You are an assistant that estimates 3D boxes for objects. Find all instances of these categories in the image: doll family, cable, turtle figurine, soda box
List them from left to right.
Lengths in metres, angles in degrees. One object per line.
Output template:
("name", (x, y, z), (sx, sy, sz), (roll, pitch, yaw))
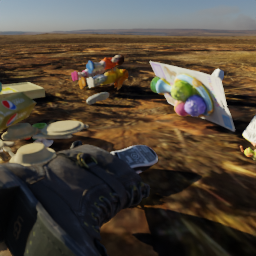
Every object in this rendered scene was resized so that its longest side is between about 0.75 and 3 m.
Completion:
("soda box", (-2.680, -0.383, 6.344), (0.457, 0.483, 1.427), (36, 19, -4))
("doll family", (-1.007, -2.057, 11.436), (1.763, 1.280, 2.840), (-20, 9, -28))
("cable", (3.225, -1.766, 10.332), (0.281, 0.812, 0.812), (24, 33, -3))
("turtle figurine", (2.469, 0.497, 5.086), (0.763, 0.305, 0.946), (12, -13, 14))

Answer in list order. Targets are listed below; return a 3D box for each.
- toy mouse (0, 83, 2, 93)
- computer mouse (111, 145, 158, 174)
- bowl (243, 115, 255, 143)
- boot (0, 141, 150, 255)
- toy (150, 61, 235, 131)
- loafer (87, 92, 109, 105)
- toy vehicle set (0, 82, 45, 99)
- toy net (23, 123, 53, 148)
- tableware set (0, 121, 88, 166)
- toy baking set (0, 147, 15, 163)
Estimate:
("toy mouse", (-4.100, -0.824, 7.827), (1.817, 0.396, 2.045), (-19, 29, 35))
("computer mouse", (-0.103, 0.641, 4.728), (1.410, 0.309, 0.773), (-9, 43, -34))
("bowl", (3.419, -0.095, 5.837), (1.806, 0.848, 1.806), (4, 17, -1))
("boot", (-0.319, 0.898, 3.084), (2.424, 0.839, 2.111), (38, 21, 24))
("toy", (1.384, -0.766, 7.148), (0.621, 1.515, 2.631), (-37, 34, -9))
("loafer", (-1.006, -1.004, 9.223), (0.768, 0.268, 0.268), (-21, 30, -12))
("toy vehicle set", (-4.397, -1.218, 9.923), (2.395, 0.318, 1.488), (-15, 25, -36))
("toy net", (-2.025, 0.167, 6.232), (0.589, 0.217, 1.123), (-9, 21, -25))
("tableware set", (-1.975, 0.260, 5.337), (1.889, 0.262, 2.261), (2, 20, 19))
("toy baking set", (-2.346, 0.514, 5.148), (0.791, 0.120, 1.030), (20, 14, 11))
